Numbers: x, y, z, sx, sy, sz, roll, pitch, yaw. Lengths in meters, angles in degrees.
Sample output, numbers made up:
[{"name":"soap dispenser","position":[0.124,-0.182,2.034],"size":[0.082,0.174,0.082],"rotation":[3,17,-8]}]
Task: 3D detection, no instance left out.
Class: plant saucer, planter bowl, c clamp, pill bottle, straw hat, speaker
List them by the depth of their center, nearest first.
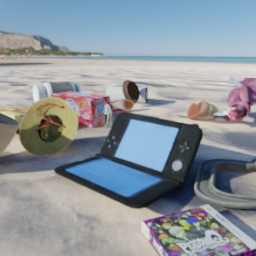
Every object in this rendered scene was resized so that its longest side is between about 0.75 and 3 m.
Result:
[{"name":"c clamp","position":[2.798,1.151,6.464],"size":[2.436,0.386,2.851],"rotation":[7,17,23]},{"name":"planter bowl","position":[-4.094,0.213,7.174],"size":[2.163,1.456,2.163],"rotation":[21,1,0]},{"name":"straw hat","position":[-2.416,0.085,8.984],"size":[2.000,2.000,0.847],"rotation":[2,-23,6]},{"name":"plant saucer","position":[0.210,-1.960,15.039],"size":[0.231,1.339,1.339],"rotation":[-16,2,40]},{"name":"pill bottle","position":[-3.904,-1.872,15.393],"size":[2.347,1.327,1.327],"rotation":[-9,18,-32]},{"name":"speaker","position":[-0.099,-1.925,16.270],"size":[2.385,0.969,0.969],"rotation":[3,16,13]}]

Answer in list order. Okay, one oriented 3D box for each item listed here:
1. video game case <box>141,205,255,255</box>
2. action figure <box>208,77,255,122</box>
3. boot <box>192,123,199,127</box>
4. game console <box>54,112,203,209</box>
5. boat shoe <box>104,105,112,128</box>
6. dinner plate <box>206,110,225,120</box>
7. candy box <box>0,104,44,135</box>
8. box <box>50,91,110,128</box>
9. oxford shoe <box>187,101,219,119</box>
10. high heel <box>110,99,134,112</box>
[{"name":"video game case","position":[1.106,1.777,4.501],"size":[1.411,0.253,1.279],"rotation":[-6,17,-21]},{"name":"action figure","position":[4.787,-0.941,11.784],"size":[2.180,1.961,2.928],"rotation":[25,38,13]},{"name":"boot","position":[2.430,0.025,10.811],"size":[0.846,0.311,0.319],"rotation":[-2,46,-27]},{"name":"game console","position":[0.009,0.524,6.533],"size":[2.634,2.317,1.533],"rotation":[14,-17,38]},{"name":"boat shoe","position":[-0.838,-0.457,11.128],"size":[0.300,0.934,0.344],"rotation":[-12,20,-30]},{"name":"dinner plate","position":[4.128,-0.586,12.918],"size":[1.740,0.211,1.740],"rotation":[0,17,0]},{"name":"candy box","position":[-4.425,-0.417,11.111],"size":[2.713,0.750,1.566],"rotation":[11,15,40]},{"name":"box","position":[-2.074,-0.863,12.082],"size":[2.456,1.172,1.224],"rotation":[11,19,34]},{"name":"oxford shoe","position":[3.142,-0.661,12.103],"size":[0.760,0.728,2.058],"rotation":[15,-2,-10]},{"name":"high heel","position":[-0.618,-1.049,14.048],"size":[1.910,0.643,0.916],"rotation":[-19,10,-38]}]
